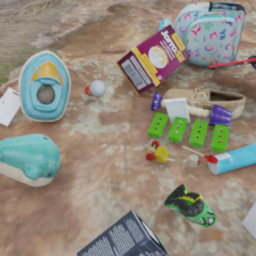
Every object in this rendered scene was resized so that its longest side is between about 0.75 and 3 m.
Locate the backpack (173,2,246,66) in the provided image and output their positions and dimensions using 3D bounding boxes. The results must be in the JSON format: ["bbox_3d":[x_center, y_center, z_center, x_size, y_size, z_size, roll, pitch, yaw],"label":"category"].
[{"bbox_3d":[3.271,-3.888,11.821,2.809,2.493,2.114,13,43,18],"label":"backpack"}]

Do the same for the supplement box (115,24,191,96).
[{"bbox_3d":[1.021,-2.652,10.961,2.485,1.282,1.627,-43,101,-32],"label":"supplement box"}]

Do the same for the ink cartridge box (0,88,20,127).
[{"bbox_3d":[-4.176,-0.711,9.744,0.670,0.309,1.229,31,73,-14],"label":"ink cartridge box"}]

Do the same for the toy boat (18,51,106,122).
[{"bbox_3d":[-2.247,-1.406,9.692,2.878,2.420,1.338,0,4,-24],"label":"toy boat"}]

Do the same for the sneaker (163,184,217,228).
[{"bbox_3d":[1.476,1.973,6.905,0.734,1.882,0.802,-45,99,-6],"label":"sneaker"}]

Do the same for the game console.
[{"bbox_3d":[4.263,-1.763,9.963,2.331,1.605,2.705,50,18,-1],"label":"game console"}]

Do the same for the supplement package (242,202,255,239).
[{"bbox_3d":[3.967,2.510,6.507,1.233,1.218,2.034,-23,50,-20],"label":"supplement package"}]

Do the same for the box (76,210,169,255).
[{"bbox_3d":[-0.105,2.709,5.932,1.525,1.132,0.816,-38,39,-2],"label":"box"}]

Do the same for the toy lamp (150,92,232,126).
[{"bbox_3d":[2.146,-0.613,9.618,2.693,0.784,0.784,14,48,14],"label":"toy lamp"}]

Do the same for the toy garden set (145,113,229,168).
[{"bbox_3d":[1.789,0.525,8.844,2.428,0.485,2.024,13,43,16],"label":"toy garden set"}]

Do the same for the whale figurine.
[{"bbox_3d":[-2.851,0.671,7.466,1.894,2.381,1.235,38,96,39],"label":"whale figurine"}]

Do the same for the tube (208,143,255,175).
[{"bbox_3d":[3.469,0.903,8.574,2.064,0.520,0.799,-13,45,-15],"label":"tube"}]

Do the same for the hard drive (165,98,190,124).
[{"bbox_3d":[1.676,-0.548,9.483,0.674,1.022,0.136,-4,44,20],"label":"hard drive"}]

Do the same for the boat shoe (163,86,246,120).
[{"bbox_3d":[2.722,-1.096,10.176,2.861,0.923,1.020,10,47,10],"label":"boat shoe"}]

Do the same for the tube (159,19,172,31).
[{"bbox_3d":[1.783,-4.516,13.785,0.889,0.579,2.296,2,50,13],"label":"tube"}]
